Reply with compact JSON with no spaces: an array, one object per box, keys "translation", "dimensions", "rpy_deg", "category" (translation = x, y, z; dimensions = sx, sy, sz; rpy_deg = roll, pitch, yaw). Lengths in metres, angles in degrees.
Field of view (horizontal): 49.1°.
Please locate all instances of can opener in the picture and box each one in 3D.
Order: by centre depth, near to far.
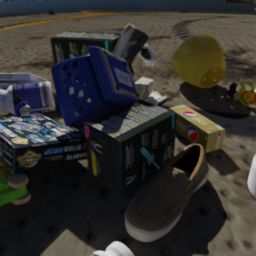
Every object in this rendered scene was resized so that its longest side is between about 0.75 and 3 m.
[{"translation":[-1.297,-0.388,8.879],"dimensions":[1.569,0.418,0.524],"rpy_deg":[27,27,-15],"category":"can opener"}]

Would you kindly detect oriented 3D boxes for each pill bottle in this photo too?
[{"translation":[-0.500,2.323,4.102],"dimensions":[0.760,0.760,1.313],"rpy_deg":[24,37,38],"category":"pill bottle"},{"translation":[-3.642,-1.012,9.966],"dimensions":[1.871,1.083,1.083],"rpy_deg":[-9,29,-13],"category":"pill bottle"}]

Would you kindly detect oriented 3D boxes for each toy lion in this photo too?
[{"translation":[-3.216,1.244,6.121],"dimensions":[1.660,0.595,1.732],"rpy_deg":[-15,27,-34],"category":"toy lion"},{"translation":[4.612,-1.317,10.864],"dimensions":[0.854,0.891,0.306],"rpy_deg":[23,-6,18],"category":"toy lion"}]

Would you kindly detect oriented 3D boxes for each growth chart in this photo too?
[{"translation":[0.654,-1.331,11.580],"dimensions":[1.916,0.170,1.386],"rpy_deg":[22,34,35],"category":"growth chart"}]

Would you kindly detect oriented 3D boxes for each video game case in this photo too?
[{"translation":[-4.867,-1.946,11.476],"dimensions":[2.480,0.312,2.725],"rpy_deg":[-2,5,-3],"category":"video game case"}]

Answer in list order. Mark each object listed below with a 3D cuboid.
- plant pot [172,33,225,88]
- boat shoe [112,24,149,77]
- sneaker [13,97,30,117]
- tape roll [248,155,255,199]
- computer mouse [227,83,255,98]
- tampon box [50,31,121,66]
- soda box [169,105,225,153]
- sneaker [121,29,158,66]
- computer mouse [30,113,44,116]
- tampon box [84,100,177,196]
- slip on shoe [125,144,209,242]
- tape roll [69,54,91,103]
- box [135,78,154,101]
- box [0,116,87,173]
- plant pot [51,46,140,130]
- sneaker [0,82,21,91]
[{"translation":[3.305,-2.703,12.360],"dimensions":[2.310,2.310,1.640],"rpy_deg":[-9,50,-16],"category":"plant pot"},{"translation":[-0.215,-1.947,9.369],"dimensions":[0.932,2.876,1.034],"rpy_deg":[25,25,-2],"category":"boat shoe"},{"translation":[-3.373,-0.588,8.763],"dimensions":[0.402,1.158,0.576],"rpy_deg":[-30,82,-36],"category":"sneaker"},{"translation":[3.750,1.201,6.305],"dimensions":[1.917,0.671,1.917],"rpy_deg":[-1,28,0],"category":"tape roll"},{"translation":[5.213,-1.405,11.363],"dimensions":[2.272,0.498,1.246],"rpy_deg":[13,30,23],"category":"computer mouse"},{"translation":[-1.687,-3.105,12.714],"dimensions":[2.890,2.166,1.825],"rpy_deg":[9,30,17],"category":"tampon box"},{"translation":[2.015,-0.029,8.610],"dimensions":[0.624,0.660,1.950],"rpy_deg":[-13,31,-23],"category":"soda box"},{"translation":[0.424,-3.245,11.006],"dimensions":[1.879,0.704,0.814],"rpy_deg":[45,12,5],"category":"sneaker"},{"translation":[-3.383,-0.244,9.367],"dimensions":[0.783,0.313,1.428],"rpy_deg":[25,36,38],"category":"computer mouse"},{"translation":[0.089,0.388,6.935],"dimensions":[1.249,1.483,1.978],"rpy_deg":[25,37,38],"category":"tampon box"},{"translation":[0.932,1.244,6.023],"dimensions":[1.062,0.846,2.792],"rpy_deg":[23,36,36],"category":"slip on shoe"},{"translation":[-1.254,-1.760,10.302],"dimensions":[0.723,2.067,2.067],"rpy_deg":[30,35,9],"category":"tape roll"},{"translation":[0.508,-1.439,10.775],"dimensions":[0.526,0.632,1.539],"rpy_deg":[16,29,16],"category":"box"},{"translation":[-2.490,0.261,7.367],"dimensions":[2.071,0.599,2.606],"rpy_deg":[-5,19,-44],"category":"box"},{"translation":[-0.798,-1.082,7.869],"dimensions":[1.669,1.856,1.856],"rpy_deg":[-28,-19,27],"category":"plant pot"},{"translation":[-5.085,-1.360,10.729],"dimensions":[2.802,1.036,1.148],"rpy_deg":[-5,30,-12],"category":"sneaker"}]
